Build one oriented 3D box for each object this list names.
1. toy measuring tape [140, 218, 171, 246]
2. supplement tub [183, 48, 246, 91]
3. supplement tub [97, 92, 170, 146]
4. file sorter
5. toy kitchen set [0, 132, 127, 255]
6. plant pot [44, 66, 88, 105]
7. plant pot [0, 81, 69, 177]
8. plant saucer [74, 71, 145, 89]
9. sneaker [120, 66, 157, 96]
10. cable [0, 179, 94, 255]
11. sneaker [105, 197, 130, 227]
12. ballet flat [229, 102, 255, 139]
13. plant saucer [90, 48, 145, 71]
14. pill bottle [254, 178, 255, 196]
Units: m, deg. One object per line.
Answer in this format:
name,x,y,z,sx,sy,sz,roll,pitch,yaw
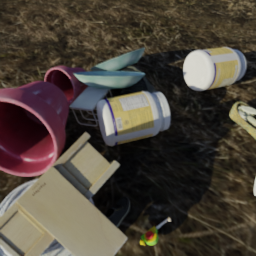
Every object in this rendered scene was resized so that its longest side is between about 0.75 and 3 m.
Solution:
toy measuring tape,0.777,2.816,7.459,1.040,0.383,0.383,-32,51,-10
supplement tub,3.791,-2.598,12.245,2.344,1.704,1.704,-13,45,-28
supplement tub,0.167,-0.382,10.086,2.314,1.682,1.682,-13,46,-14
file sorter,-1.361,-0.871,11.063,1.040,0.933,1.499,7,43,28
toy kitchen set,-1.474,2.193,7.485,2.438,2.696,2.988,45,70,-4
plant pot,-2.453,-1.888,11.885,1.625,1.625,1.454,22,32,21
plant pot,-3.243,-0.249,9.375,2.847,2.847,2.548,6,32,7
plant saucer,-0.721,-1.882,10.965,2.771,0.533,2.771,0,16,0
sneaker,0.040,-1.652,11.860,1.592,1.062,2.779,-15,52,-24
cable,-2.231,2.634,7.558,2.734,0.946,2.733,-9,45,-11
sneaker,-0.282,2.328,8.089,0.396,0.562,1.059,5,42,26
ballet flat,4.890,-0.079,10.393,0.942,0.942,2.664,-23,49,-22
plant saucer,-0.419,-2.992,12.996,2.731,0.526,2.731,-19,12,4
pill bottle,4.787,1.860,8.193,1.916,1.064,1.064,13,46,15
